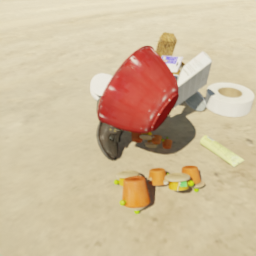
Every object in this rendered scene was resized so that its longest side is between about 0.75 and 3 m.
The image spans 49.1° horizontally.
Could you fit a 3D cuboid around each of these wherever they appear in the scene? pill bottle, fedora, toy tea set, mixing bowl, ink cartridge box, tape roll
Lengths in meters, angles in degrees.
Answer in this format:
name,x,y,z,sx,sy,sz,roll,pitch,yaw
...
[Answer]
name,x,y,z,sx,sy,sz,roll,pitch,yaw
pill bottle,-0.829,-1.417,10.655,1.092,1.092,1.966,3,-4,5
fedora,2.060,-2.939,14.622,2.093,2.093,0.853,13,76,18
toy tea set,0.812,0.283,9.597,0.946,1.591,0.589,-14,62,45
mixing bowl,0.471,-0.767,7.370,1.315,2.428,2.428,36,44,15
ink cartridge box,1.492,-2.255,10.106,0.830,0.180,0.822,10,57,27
tape roll,4.511,-1.301,12.591,2.054,0.719,2.054,0,34,0
ink cartridge box,1.982,-1.525,10.460,2.355,1.914,0.672,-33,71,-1
toy tea set,0.941,1.782,8.105,2.710,1.003,1.611,-4,4,-1

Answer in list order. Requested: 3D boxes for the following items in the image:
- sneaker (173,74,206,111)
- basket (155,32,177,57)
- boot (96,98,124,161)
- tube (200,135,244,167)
name,x,y,z,sx,sy,sz,roll,pitch,yaw
sneaker,2.610,-1.610,12.187,2.068,0.755,0.732,44,31,-9
basket,1.593,-3.766,12.934,0.907,1.218,0.869,-1,47,-13
boot,0.011,-0.216,9.146,2.114,2.429,0.841,-9,-5,29
tube,3.215,0.816,9.786,0.451,0.403,1.554,-51,52,-2
